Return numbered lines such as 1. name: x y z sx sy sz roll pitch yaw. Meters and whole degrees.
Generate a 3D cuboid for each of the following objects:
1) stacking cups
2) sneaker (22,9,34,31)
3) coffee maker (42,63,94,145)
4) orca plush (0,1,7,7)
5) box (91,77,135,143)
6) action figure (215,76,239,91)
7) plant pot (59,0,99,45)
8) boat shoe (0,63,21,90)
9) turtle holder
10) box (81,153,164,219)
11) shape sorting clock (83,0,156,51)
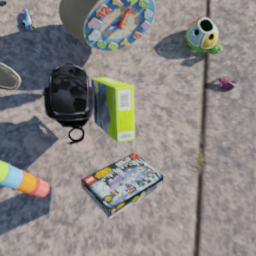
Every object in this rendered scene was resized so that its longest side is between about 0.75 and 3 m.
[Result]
1. stacking cups: -2.908 1.174 6.909 0.648 2.141 0.648 -20 53 29
2. sneaker: -4.060 -4.297 11.124 0.421 0.367 0.936 -17 77 0
3. coffee maker: -1.448 -0.556 7.489 1.344 1.995 1.917 -24 93 -8
4. orca plush: -3.470 -2.906 6.582 1.363 0.484 0.717 4 80 9
5. box: -0.505 -0.612 7.786 0.548 2.299 1.402 -9 108 -22
6. action figure: 3.619 -1.677 10.441 0.790 0.588 0.529 23 84 -9
7. plant pot: -0.562 -4.352 8.278 2.679 2.861 2.679 8 61 -15
8. boat shoe: -3.890 -1.556 7.400 2.049 0.673 0.732 28 95 -25
9. turtle holder: 2.831 -3.411 10.549 1.151 1.075 1.514 -5 77 -2
10. box: -0.132 1.381 7.124 1.765 0.352 1.208 -24 43 -33
11. shape sorting clock: -0.201 -2.759 7.424 2.059 2.059 0.404 -19 66 -4
